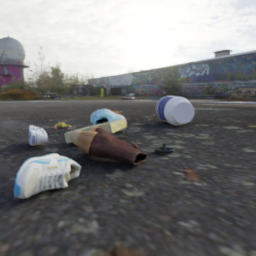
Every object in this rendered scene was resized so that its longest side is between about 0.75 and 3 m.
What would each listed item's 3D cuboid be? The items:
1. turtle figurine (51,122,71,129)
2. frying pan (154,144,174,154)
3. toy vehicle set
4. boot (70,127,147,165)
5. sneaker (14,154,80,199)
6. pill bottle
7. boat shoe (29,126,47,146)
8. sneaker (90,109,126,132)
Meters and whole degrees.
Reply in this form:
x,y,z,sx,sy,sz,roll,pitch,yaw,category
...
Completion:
x,y,z,sx,sy,sz,roll,pitch,yaw,category
-3.318,-0.143,13.867,1.002,0.323,0.808,-3,8,-19,turtle figurine
1.038,0.653,8.706,0.622,0.167,1.028,-1,6,-14,frying pan
-1.097,0.066,10.486,1.642,0.350,2.643,-12,3,10,toy vehicle set
-0.388,0.597,7.838,1.893,0.824,2.276,19,1,15,boot
-1.497,0.891,5.304,0.654,0.619,1.618,15,14,15,sneaker
2.549,-0.936,15.241,1.524,1.524,2.744,-1,8,-8,pill bottle
-3.103,0.308,9.655,0.578,0.651,1.770,1,11,-22,boat shoe
-1.248,-0.383,13.239,1.080,0.974,2.636,0,6,-39,sneaker
